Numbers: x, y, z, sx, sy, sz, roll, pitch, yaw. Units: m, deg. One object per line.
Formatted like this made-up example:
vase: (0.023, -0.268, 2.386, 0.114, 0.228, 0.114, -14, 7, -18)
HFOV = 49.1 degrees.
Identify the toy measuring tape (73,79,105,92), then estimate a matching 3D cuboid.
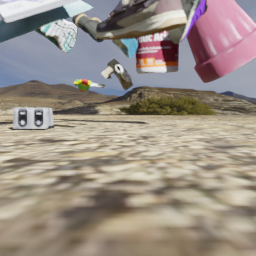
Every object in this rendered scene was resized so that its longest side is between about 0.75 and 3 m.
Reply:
toy measuring tape: (-1.604, -1.742, 11.774, 1.389, 0.511, 0.511, 5, 0, -27)

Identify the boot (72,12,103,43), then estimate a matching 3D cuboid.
boot: (-1.257, -3.837, 11.303, 1.331, 0.745, 1.924, 45, 25, 13)

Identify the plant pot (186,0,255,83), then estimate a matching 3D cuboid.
plant pot: (2.869, -2.948, 8.843, 2.360, 2.112, 2.360, -34, 9, 6)

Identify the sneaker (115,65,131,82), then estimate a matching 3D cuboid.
sneaker: (-0.221, -2.149, 11.127, 0.310, 0.841, 0.486, -39, 2, 17)

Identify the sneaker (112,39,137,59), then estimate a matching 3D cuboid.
sneaker: (-0.131, -2.708, 8.831, 0.573, 0.543, 1.418, 29, -7, 23)

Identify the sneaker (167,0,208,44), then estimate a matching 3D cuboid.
sneaker: (1.367, -2.425, 6.013, 0.686, 0.480, 1.380, -24, -25, -30)

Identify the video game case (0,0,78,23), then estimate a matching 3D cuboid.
video game case: (-2.214, -3.188, 5.821, 1.562, 2.181, 0.197, -26, -20, -19)

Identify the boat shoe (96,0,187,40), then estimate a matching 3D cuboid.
boat shoe: (0.131, -2.216, 5.559, 0.886, 0.799, 2.465, -16, 17, -31)

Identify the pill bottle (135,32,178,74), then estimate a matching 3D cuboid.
pill bottle: (1.033, -3.436, 10.233, 1.604, 2.810, 1.604, -3, 11, 1)

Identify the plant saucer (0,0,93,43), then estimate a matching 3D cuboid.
plant saucer: (-2.283, -2.831, 7.125, 2.770, 0.533, 2.770, -17, 26, 8)

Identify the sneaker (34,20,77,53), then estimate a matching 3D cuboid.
sneaker: (-2.840, -3.740, 10.330, 1.308, 1.113, 2.868, 29, -1, 11)

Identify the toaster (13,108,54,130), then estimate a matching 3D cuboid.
toaster: (-2.611, -0.262, 7.854, 0.924, 0.606, 1.021, 1, 3, -5)

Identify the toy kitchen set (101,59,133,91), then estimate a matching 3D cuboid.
toy kitchen set: (-0.530, -2.168, 11.999, 0.864, 1.059, 0.955, -35, -35, -3)
